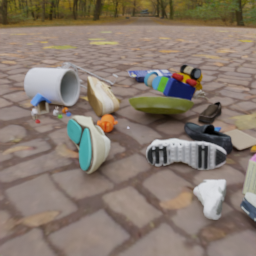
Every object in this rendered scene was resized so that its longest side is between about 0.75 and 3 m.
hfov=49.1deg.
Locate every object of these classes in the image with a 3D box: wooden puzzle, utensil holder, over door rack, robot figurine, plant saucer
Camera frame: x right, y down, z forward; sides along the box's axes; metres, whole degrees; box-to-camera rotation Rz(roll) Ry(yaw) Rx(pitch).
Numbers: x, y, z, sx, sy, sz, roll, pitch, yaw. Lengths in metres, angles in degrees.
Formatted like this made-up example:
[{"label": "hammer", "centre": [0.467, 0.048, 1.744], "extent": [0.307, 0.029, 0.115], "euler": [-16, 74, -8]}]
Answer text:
[{"label": "wooden puzzle", "centre": [3.458, 0.390, 8.807], "extent": [1.219, 0.211, 1.807], "euler": [-5, 25, -20]}, {"label": "utensil holder", "centre": [-3.203, -1.778, 11.870], "extent": [1.815, 1.542, 1.542], "euler": [9, 27, 21]}, {"label": "over door rack", "centre": [-2.190, -2.239, 13.730], "extent": [2.948, 0.982, 2.178], "euler": [16, 28, 1]}, {"label": "robot figurine", "centre": [-0.715, -0.156, 9.635], "extent": [0.591, 0.479, 0.822], "euler": [-34, 19, 18]}, {"label": "plant saucer", "centre": [1.168, -0.769, 10.136], "extent": [2.362, 0.367, 2.362], "euler": [4, -2, 0]}]

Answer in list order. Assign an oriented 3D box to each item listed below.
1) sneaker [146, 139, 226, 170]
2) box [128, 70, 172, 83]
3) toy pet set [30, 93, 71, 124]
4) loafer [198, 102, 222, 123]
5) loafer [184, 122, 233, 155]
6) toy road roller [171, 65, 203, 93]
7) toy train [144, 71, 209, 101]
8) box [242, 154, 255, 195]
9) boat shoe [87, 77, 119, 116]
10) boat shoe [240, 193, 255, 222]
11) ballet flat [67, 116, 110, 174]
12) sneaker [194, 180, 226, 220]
[{"label": "sneaker", "centre": [1.585, 0.628, 7.692], "extent": [2.117, 0.795, 0.858], "euler": [5, 17, 9]}, {"label": "box", "centre": [1.199, -2.889, 15.587], "extent": [2.331, 0.378, 1.412], "euler": [-1, 25, -6]}, {"label": "toy pet set", "centre": [-3.118, -0.851, 10.808], "extent": [1.380, 0.733, 1.288], "euler": [-16, 30, -32]}, {"label": "loafer", "centre": [3.081, -0.625, 10.528], "extent": [0.566, 0.553, 1.551], "euler": [16, 29, 31]}, {"label": "loafer", "centre": [2.463, 0.168, 8.686], "extent": [0.646, 0.668, 1.902], "euler": [-13, 28, -26]}, {"label": "toy road roller", "centre": [2.802, -2.062, 13.346], "extent": [1.738, 1.268, 1.068], "euler": [-45, 37, -5]}, {"label": "toy train", "centre": [2.040, -1.610, 11.779], "extent": [2.769, 1.172, 1.602], "euler": [8, 17, -47]}, {"label": "box", "centre": [3.924, 1.128, 6.299], "extent": [1.952, 0.944, 1.717], "euler": [23, 33, 39]}, {"label": "boat shoe", "centre": [-1.091, -1.340, 11.650], "extent": [0.976, 1.040, 2.821], "euler": [-6, 35, -18]}, {"label": "boat shoe", "centre": [2.695, 1.827, 5.409], "extent": [0.497, 0.410, 1.326], "euler": [3, 28, -33]}, {"label": "ballet flat", "centre": [-1.026, 0.365, 8.045], "extent": [1.040, 1.040, 2.995], "euler": [-9, 26, -18]}, {"label": "sneaker", "centre": [1.729, 1.531, 6.092], "extent": [0.659, 0.517, 1.327], "euler": [4, 16, 25]}]
